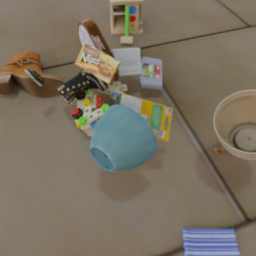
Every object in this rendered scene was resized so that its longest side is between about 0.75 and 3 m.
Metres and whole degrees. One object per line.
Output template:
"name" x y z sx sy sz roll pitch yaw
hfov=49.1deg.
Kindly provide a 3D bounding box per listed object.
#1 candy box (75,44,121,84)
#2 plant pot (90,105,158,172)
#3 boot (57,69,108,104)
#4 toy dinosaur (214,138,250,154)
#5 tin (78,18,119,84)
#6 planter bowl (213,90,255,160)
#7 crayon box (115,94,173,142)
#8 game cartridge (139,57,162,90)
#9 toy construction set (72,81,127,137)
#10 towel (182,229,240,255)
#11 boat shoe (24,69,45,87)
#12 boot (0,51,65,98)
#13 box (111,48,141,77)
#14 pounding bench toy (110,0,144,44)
"candy box" -0.886 -1.886 8.194 1.175 0.678 0.325 31 19 4
"plant pot" -0.271 0.413 6.697 1.625 1.625 1.094 32 55 24
"boot" -1.514 -1.316 9.169 1.387 0.674 1.842 -38 40 -5
"toy dinosaur" 3.522 0.381 9.341 1.713 0.518 0.910 -20 77 -9
"tin" -1.041 -2.569 9.489 0.487 1.302 2.325 -27 85 -14
"planter bowl" 3.114 0.085 7.136 1.767 1.189 1.767 -9 59 15
"crayon box" 0.378 -0.225 7.420 1.538 0.397 0.967 14 78 -20
"game cartridge" 0.850 -2.085 10.590 0.868 0.267 1.304 4 68 -9
"toy construction set" -0.930 -0.763 9.656 1.814 1.274 2.766 -15 38 21
"towel" 2.129 3.455 6.863 1.438 0.237 1.986 0 50 -1
"boat shoe" -2.926 -1.644 8.833 0.341 0.956 0.288 39 82 17
"boot" -3.697 -2.198 11.163 2.758 1.058 2.141 -5 47 6
"box" -0.266 -2.399 10.324 1.113 0.958 1.119 -13 16 -29
"pounding bench toy" -0.065 -5.304 13.000 1.519 1.907 2.445 -4 51 -3
